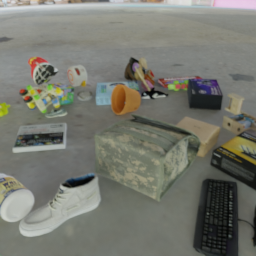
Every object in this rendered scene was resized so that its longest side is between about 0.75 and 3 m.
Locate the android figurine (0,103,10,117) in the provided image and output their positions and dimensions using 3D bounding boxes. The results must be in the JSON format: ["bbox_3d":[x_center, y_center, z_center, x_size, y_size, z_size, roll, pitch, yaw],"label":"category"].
[{"bbox_3d":[-5.894,-0.703,12.011,1.453,0.328,1.596,24,40,36],"label":"android figurine"}]

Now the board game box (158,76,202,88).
[{"bbox_3d":[2.895,-2.478,15.037,2.332,0.227,1.200,-6,24,-9],"label":"board game box"}]

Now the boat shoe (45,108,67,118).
[{"bbox_3d":[-3.070,-0.668,11.820,0.997,0.308,0.363,-4,33,20],"label":"boat shoe"}]

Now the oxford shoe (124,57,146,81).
[{"bbox_3d":[0.305,-2.950,15.236,0.945,1.098,2.600,27,22,-13],"label":"oxford shoe"}]

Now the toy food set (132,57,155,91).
[{"bbox_3d":[0.827,-2.612,14.244,0.426,1.720,2.706,-28,12,22],"label":"toy food set"}]

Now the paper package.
[{"bbox_3d":[2.338,0.294,9.909,1.349,0.698,1.286,21,36,30],"label":"paper package"}]

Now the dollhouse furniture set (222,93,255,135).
[{"bbox_3d":[4.390,-0.560,10.671,0.987,1.401,0.982,-17,34,-26],"label":"dollhouse furniture set"}]

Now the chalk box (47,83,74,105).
[{"bbox_3d":[-2.996,-1.519,12.793,1.230,0.768,0.762,22,24,33],"label":"chalk box"}]

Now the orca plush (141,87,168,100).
[{"bbox_3d":[1.290,-1.708,13.571,1.325,0.471,0.697,5,31,8],"label":"orca plush"}]

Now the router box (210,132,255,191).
[{"bbox_3d":[4.054,1.094,8.600,1.835,0.609,2.333,-23,38,-34],"label":"router box"}]

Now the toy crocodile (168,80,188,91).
[{"bbox_3d":[2.725,-2.149,14.294,1.406,0.475,0.434,-5,24,-8],"label":"toy crocodile"}]

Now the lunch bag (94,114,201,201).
[{"bbox_3d":[0.706,0.578,8.551,2.280,1.634,2.780,18,29,29],"label":"lunch bag"}]

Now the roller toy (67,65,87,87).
[{"bbox_3d":[-2.660,-2.767,14.827,0.793,1.035,1.135,-20,36,-31],"label":"roller toy"}]

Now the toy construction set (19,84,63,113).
[{"bbox_3d":[-3.845,-1.459,12.399,1.552,1.090,2.367,-32,29,-15],"label":"toy construction set"}]

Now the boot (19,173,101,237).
[{"bbox_3d":[-1.697,1.801,6.990,2.135,1.020,0.785,-20,36,-30],"label":"boot"}]

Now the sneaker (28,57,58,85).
[{"bbox_3d":[-4.227,-2.802,13.208,1.135,1.251,2.947,-47,10,-1],"label":"sneaker"}]

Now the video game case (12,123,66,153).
[{"bbox_3d":[-3.196,0.335,10.342,1.765,0.206,1.604,-4,30,-8],"label":"video game case"}]

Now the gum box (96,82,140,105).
[{"bbox_3d":[-0.501,-1.715,13.580,2.057,0.458,1.747,-2,30,-3],"label":"gum box"}]

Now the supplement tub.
[{"bbox_3d":[-3.113,1.760,7.221,1.200,0.867,0.867,23,37,34],"label":"supplement tub"}]

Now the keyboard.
[{"bbox_3d":[2.602,2.218,7.053,1.657,0.269,2.608,9,32,15],"label":"keyboard"}]

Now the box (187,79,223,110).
[{"bbox_3d":[3.538,-1.614,13.140,1.402,0.784,1.987,1,30,7],"label":"box"}]

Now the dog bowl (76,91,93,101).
[{"bbox_3d":[-2.096,-1.549,13.545,0.780,0.229,0.780,0,30,0],"label":"dog bowl"}]

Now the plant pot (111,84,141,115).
[{"bbox_3d":[-0.056,-1.200,12.071,0.894,1.277,1.277,0,26,-33],"label":"plant pot"}]
